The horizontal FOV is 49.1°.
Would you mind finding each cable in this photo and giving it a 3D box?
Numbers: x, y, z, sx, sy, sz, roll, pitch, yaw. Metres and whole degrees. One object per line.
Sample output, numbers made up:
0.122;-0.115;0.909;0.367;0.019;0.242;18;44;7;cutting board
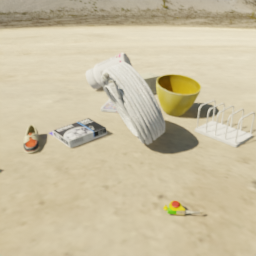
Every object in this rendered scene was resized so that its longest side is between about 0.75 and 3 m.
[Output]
0.119;-0.741;8.587;0.910;2.629;2.630;-34;17;-5;cable

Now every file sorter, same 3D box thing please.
3.245;-0.203;9.390;1.092;0.980;1.574;-21;33;-37;file sorter

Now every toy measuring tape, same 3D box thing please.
1.174;1.724;6.054;0.828;0.304;0.304;1;25;4;toy measuring tape

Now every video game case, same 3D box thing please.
-0.040;-0.915;11.860;1.914;0.172;1.370;6;26;13;video game case

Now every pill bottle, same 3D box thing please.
-0.917;-2.729;13.741;2.131;1.208;1.208;-19;20;19;pill bottle

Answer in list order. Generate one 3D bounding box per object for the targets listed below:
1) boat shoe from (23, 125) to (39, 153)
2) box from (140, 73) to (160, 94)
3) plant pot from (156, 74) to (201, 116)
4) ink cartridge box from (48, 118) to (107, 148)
-3.068;0.341;8.876;0.475;0.418;1.336;-5;26;-12;boat shoe
0.437;-1.982;13.272;2.225;0.914;0.761;-16;33;-34;box
1.878;-1.195;11.024;1.717;1.219;1.717;4;35;-3;plant pot
-1.743;0.081;9.536;1.469;0.322;1.483;-22;31;-36;ink cartridge box
